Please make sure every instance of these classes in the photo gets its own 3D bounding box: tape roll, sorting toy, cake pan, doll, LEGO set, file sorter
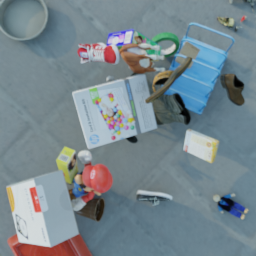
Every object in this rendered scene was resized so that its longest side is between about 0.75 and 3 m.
[{"bbox_3d":[1.439,-3.239,10.999,1.123,1.123,0.270,-2,63,0],"label":"tape roll"},{"bbox_3d":[2.315,-2.840,10.952,0.793,0.156,0.856,21,108,-29],"label":"sorting toy"},{"bbox_3d":[-4.299,-4.555,11.517,2.079,0.381,2.079,0,87,0],"label":"cake pan"},{"bbox_3d":[4.008,3.040,11.104,1.351,0.327,0.922,27,95,8],"label":"doll"},{"bbox_3d":[4.776,-5.309,11.369,1.761,0.768,2.711,14,87,0],"label":"LEGO set"},{"bbox_3d":[2.529,-2.220,10.651,1.906,1.685,2.747,24,87,8],"label":"file sorter"}]

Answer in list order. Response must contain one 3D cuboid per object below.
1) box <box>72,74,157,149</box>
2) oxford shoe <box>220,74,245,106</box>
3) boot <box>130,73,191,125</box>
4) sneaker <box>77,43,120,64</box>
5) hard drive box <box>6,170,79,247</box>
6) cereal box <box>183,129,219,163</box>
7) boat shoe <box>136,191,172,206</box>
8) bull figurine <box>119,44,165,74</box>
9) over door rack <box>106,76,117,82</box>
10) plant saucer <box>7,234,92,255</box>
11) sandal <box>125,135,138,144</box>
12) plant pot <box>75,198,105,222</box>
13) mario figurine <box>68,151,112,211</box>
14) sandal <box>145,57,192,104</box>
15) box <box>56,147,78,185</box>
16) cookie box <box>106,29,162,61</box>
[{"bbox_3d":[-0.427,-0.584,9.593,2.515,0.518,1.961,-16,104,-10],"label":"box"},{"bbox_3d":[3.993,-1.358,10.300,1.538,0.649,0.559,45,63,-31],"label":"oxford shoe"},{"bbox_3d":[1.263,-1.137,10.340,0.848,1.636,2.505,-48,113,-27],"label":"boot"},{"bbox_3d":[-1.073,-2.529,9.631,1.074,1.909,0.680,-14,116,-24],"label":"sneaker"},{"bbox_3d":[-2.997,2.724,9.506,1.042,2.714,2.116,-11,82,-42],"label":"hard drive box"},{"bbox_3d":[2.389,0.594,9.273,1.100,0.217,0.791,27,126,35],"label":"cereal box"},{"bbox_3d":[1.012,2.776,10.932,1.389,0.513,0.475,9,65,-1],"label":"boat shoe"},{"bbox_3d":[0.498,-2.314,9.669,1.397,2.302,0.750,1,89,18],"label":"bull figurine"},{"bbox_3d":[-0.025,-1.095,10.876,2.063,0.687,1.524,4,85,-33],"label":"over door rack"},{"bbox_3d":[-3.053,4.903,10.905,2.650,0.486,2.645,-31,86,-2],"label":"plant saucer"},{"bbox_3d":[-0.032,0.189,10.537,1.091,0.261,0.410,41,44,-13],"label":"sandal"},{"bbox_3d":[-1.490,3.090,10.820,0.898,0.908,0.908,6,87,18],"label":"plant pot"},{"bbox_3d":[-1.692,1.867,9.917,1.417,2.674,1.650,-40,96,-37],"label":"mario figurine"},{"bbox_3d":[1.216,-1.589,8.944,0.587,0.879,2.152,42,82,2],"label":"sandal"},{"bbox_3d":[-2.107,1.365,9.821,0.423,1.690,0.636,21,59,7],"label":"box"},{"bbox_3d":[0.223,-2.968,10.301,1.349,1.577,0.592,11,88,45],"label":"cookie box"}]
